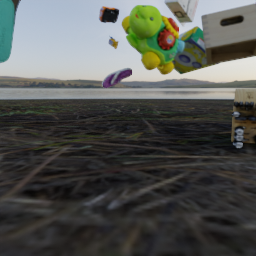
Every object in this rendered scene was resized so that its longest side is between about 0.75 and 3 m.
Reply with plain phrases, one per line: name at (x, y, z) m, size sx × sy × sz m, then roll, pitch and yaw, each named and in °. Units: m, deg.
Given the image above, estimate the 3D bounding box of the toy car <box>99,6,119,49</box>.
toy car at (-0.591, -2.682, 7.502) m, size 0.625 × 1.274 × 0.424 m, roll -34°, pitch 60°, yaw -31°

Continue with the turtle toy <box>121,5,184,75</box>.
turtle toy at (0.800, -2.891, 8.714) m, size 1.373 × 1.980 × 2.717 m, roll -35°, pitch -17°, yaw 28°

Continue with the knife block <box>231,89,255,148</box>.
knife block at (2.411, 0.064, 5.646) m, size 0.589 × 1.616 × 1.841 m, roll 4°, pitch -37°, yaw 24°

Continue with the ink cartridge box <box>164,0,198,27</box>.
ink cartridge box at (1.828, -4.056, 9.132) m, size 0.500 × 0.868 × 1.498 m, roll 12°, pitch -6°, yaw 37°

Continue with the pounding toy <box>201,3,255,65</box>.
pounding toy at (2.603, -2.320, 6.680) m, size 1.572 × 1.117 × 1.447 m, roll -7°, pitch -7°, yaw 17°

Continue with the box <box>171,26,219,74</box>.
box at (2.282, -2.954, 11.174) m, size 1.565 × 0.645 × 2.668 m, roll 32°, pitch -12°, yaw -22°

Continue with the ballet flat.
ballet flat at (-2.643, -2.775, 5.583) m, size 1.076 × 2.946 × 1.076 m, roll 18°, pitch 9°, yaw -3°

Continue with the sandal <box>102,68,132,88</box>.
sandal at (-0.382, -1.770, 9.976) m, size 1.210 × 0.493 × 0.297 m, roll -31°, pitch 45°, yaw 0°
